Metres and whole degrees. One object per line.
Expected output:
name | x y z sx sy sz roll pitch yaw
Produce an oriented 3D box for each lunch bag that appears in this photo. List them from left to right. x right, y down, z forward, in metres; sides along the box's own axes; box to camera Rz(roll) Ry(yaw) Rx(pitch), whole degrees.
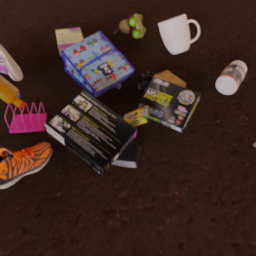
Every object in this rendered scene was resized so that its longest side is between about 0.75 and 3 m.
lunch bag | -1.307 -2.688 12.743 2.184 1.365 2.901 -35 66 -20

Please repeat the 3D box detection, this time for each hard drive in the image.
hard drive | -0.314 0.873 10.004 1.410 0.298 0.951 10 56 9

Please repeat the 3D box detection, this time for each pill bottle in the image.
pill bottle | 4.604 -2.261 12.414 0.928 0.928 1.629 26 51 22

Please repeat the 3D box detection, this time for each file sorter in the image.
file sorter | -3.971 -0.441 10.887 1.325 0.831 0.921 -3 47 -3

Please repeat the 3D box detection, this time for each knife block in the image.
knife block | 1.405 -1.854 12.352 1.575 0.574 1.794 -30 55 -23

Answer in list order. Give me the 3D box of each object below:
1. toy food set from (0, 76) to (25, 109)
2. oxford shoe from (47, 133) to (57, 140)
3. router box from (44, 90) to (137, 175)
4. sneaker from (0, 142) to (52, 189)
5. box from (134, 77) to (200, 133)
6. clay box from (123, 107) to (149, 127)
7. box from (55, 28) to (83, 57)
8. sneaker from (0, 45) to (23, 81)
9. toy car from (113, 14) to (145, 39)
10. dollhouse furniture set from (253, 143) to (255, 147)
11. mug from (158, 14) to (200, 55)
toy food set | -5.379 -1.203 11.221 2.919 1.313 1.393 -17 46 32
oxford shoe | -2.153 0.102 10.372 1.704 0.719 0.619 -10 91 -5
router box | -1.267 0.093 9.739 2.569 0.656 1.916 37 65 12
sneaker | -3.563 0.991 9.228 0.866 1.251 2.232 33 58 30
box | 1.569 -0.970 11.246 2.108 0.467 1.689 25 73 21
clay box | 0.202 -0.330 10.513 1.168 0.278 0.671 -20 35 28
box | -3.028 -4.498 14.652 1.313 0.722 1.493 -11 49 -10
sneaker | -5.998 -2.773 13.165 1.374 0.873 2.409 -42 69 3
toy car | -0.023 -5.423 15.361 1.596 1.259 1.311 -8 26 23
dollhouse furniture set | 4.870 0.868 10.047 0.697 0.399 0.818 4 59 -16
mug | 2.619 -4.670 13.940 1.892 1.659 1.397 -16 19 11
